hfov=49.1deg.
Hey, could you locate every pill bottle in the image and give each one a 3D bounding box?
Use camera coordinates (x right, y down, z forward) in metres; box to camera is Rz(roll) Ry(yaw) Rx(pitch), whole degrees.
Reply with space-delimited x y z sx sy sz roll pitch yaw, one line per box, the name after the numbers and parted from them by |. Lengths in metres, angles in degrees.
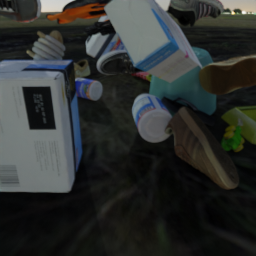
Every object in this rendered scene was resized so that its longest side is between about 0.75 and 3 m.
-2.092 -1.862 13.208 1.605 0.899 0.899 15 29 30 | pill bottle
0.789 -0.464 9.924 1.202 1.202 2.142 -3 25 -5 | pill bottle

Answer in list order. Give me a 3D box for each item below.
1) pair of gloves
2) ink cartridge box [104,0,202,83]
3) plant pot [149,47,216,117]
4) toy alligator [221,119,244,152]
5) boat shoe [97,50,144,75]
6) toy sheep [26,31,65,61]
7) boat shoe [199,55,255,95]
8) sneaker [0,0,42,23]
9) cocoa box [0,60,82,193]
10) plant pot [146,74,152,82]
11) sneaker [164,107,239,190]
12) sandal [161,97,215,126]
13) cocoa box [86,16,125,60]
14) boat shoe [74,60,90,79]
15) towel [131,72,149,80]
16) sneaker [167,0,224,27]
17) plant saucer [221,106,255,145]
-0.704 -2.945 7.462 2.097 0.291 2.353 -2 2 30 | pair of gloves
0.668 -1.789 5.876 0.804 1.365 2.370 -31 -15 24 | ink cartridge box
2.257 -1.995 11.568 2.886 2.316 2.886 -2 30 1 | plant pot
3.384 0.274 9.162 0.572 0.625 2.109 -33 6 34 | toy alligator
0.087 -1.557 6.882 1.660 0.580 0.550 -8 33 -21 | boat shoe
-2.286 -2.116 7.883 0.930 1.349 0.930 30 3 -2 | toy sheep
3.449 -1.713 9.018 0.960 1.061 2.976 -21 12 -20 | boat shoe
-3.650 -3.582 8.259 2.211 0.852 0.906 7 20 15 | sneaker
-2.341 -0.107 7.117 1.952 2.927 1.921 0 25 1 | cocoa box
2.009 -3.160 14.433 1.817 1.649 1.808 24 35 37 | plant pot
1.983 0.693 7.945 1.025 1.099 2.910 23 31 -36 | sneaker
2.200 -0.730 10.147 2.388 0.511 0.908 16 23 -26 | sandal
-0.778 -4.256 13.041 1.467 2.235 1.491 25 30 -27 | cocoa box
-3.146 -3.259 16.064 1.065 0.956 2.879 8 27 16 | boat shoe
1.718 -3.009 16.312 2.005 0.312 2.773 -16 30 -31 | towel
1.245 -2.261 5.293 0.588 0.697 1.594 49 33 21 | sneaker
5.011 -0.261 10.226 2.335 0.559 2.332 -5 26 -9 | plant saucer
